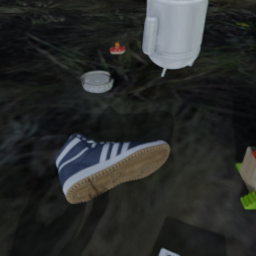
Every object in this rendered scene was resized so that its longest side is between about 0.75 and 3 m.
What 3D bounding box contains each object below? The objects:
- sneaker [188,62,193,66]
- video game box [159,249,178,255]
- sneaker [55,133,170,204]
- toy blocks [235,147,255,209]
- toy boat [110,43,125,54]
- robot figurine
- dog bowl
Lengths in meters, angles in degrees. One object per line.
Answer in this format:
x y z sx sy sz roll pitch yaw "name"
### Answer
2.682 -3.062 12.758 0.501 0.327 0.871 13 32 18 "sneaker"
0.902 2.812 4.479 1.270 0.326 1.394 13 38 22 "video game box"
-0.440 0.658 6.955 2.784 0.976 1.510 -20 42 -21 "sneaker"
3.126 0.995 5.968 1.135 1.552 2.271 -1 35 -1 "toy blocks"
-0.524 -3.961 13.859 0.755 0.494 0.493 -2 35 -3 "toy boat"
1.206 -2.640 7.233 2.189 2.581 1.457 -29 48 -29 "robot figurine"
-1.192 -1.780 10.896 1.280 0.375 1.280 0 36 0 "dog bowl"
